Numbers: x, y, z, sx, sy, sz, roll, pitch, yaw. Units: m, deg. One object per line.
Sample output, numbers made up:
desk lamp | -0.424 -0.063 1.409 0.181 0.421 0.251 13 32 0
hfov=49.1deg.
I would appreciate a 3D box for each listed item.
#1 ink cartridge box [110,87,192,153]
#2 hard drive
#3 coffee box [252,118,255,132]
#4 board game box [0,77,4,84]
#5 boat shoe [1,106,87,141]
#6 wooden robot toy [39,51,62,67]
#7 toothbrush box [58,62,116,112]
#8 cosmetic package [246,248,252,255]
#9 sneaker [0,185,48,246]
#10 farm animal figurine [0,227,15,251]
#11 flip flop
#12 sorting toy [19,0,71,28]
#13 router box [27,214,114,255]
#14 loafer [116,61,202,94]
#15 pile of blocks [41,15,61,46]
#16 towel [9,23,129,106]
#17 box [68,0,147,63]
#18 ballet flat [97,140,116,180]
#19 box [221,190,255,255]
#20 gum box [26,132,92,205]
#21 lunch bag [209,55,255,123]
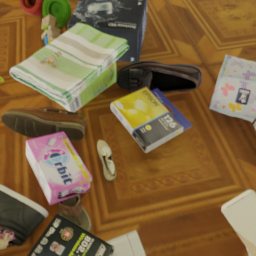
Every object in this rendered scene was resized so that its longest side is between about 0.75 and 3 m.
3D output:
ink cartridge box | 0.719 -0.390 8.295 1.820 0.428 1.798 -29 63 -21
hard drive | -0.756 3.566 6.080 2.676 0.357 1.765 -17 56 -12
coffee box | 4.627 0.666 7.287 1.544 1.090 2.731 -14 67 0
board game box | -5.031 -1.497 9.896 0.548 0.172 1.147 36 59 24
boat shoe | -2.484 -0.204 8.506 2.439 0.877 0.829 13 46 -9
wooden robot toy | -2.138 -1.862 7.879 0.754 0.332 0.342 -44 109 -40
toothbrush box | -1.451 -1.764 9.200 0.927 1.568 2.153 35 62 25
cosmetic package | 3.627 2.598 6.711 1.645 0.417 0.679 -4 54 -3
sneaker | -3.216 2.082 6.854 2.250 0.795 1.116 21 54 13
farm animal figurine | -2.908 2.221 5.666 1.034 1.046 0.545 33 63 -24
flip flop | -1.429 1.965 7.125 0.698 0.495 1.720 -14 53 -12
sorting toy | -3.397 -5.463 12.249 2.682 1.612 1.101 27 23 10
router box | -1.423 3.052 5.840 1.496 0.620 1.996 24 58 16
loafer | 0.935 -1.590 9.163 2.885 1.037 0.908 0 33 11
pile of blocks | -3.036 -3.697 11.359 0.594 0.784 1.911 13 51 -46
towel | -1.660 -2.071 8.171 2.200 0.453 2.949 28 59 21
box | -0.667 -4.016 10.906 2.573 1.536 2.616 7 55 5
ballet flat | -0.548 0.855 7.694 0.388 0.358 1.149 -10 79 -36
box | 2.867 2.345 5.792 0.785 0.959 2.019 -36 70 10
gum box | -1.846 1.031 7.365 1.074 0.626 1.893 -14 49 -33
lunch bag | 3.676 -1.201 9.004 1.717 1.287 2.025 18 61 13
